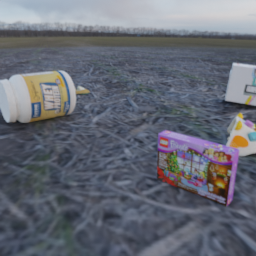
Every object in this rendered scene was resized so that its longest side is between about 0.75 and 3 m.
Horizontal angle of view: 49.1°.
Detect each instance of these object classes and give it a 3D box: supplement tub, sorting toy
[{"bbox_3d":[-3.252,-1.109,10.019,2.330,1.686,1.686,-15,25,-34],"label":"supplement tub"},{"bbox_3d":[3.540,0.318,7.788,1.408,0.836,1.564,25,26,11],"label":"sorting toy"}]

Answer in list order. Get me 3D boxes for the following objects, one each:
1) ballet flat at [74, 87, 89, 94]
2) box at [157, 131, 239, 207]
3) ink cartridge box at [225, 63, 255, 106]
[{"bbox_3d":[-2.568,-1.866,13.959,1.349,0.425,0.463,-10,22,-26],"label":"ballet flat"},{"bbox_3d":[1.339,0.775,5.700,1.622,1.110,0.317,15,25,37],"label":"box"},{"bbox_3d":[5.306,-1.805,11.799,2.087,1.524,1.531,13,19,17],"label":"ink cartridge box"}]
